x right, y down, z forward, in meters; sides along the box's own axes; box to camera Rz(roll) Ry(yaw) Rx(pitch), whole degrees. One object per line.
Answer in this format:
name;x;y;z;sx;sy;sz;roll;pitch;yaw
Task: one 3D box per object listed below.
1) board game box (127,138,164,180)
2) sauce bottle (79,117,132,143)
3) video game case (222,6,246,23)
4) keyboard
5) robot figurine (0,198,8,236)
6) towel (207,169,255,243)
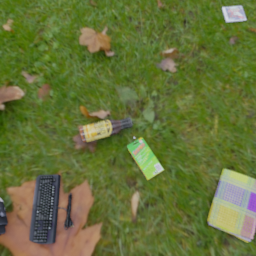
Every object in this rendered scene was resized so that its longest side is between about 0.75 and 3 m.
board game box;0.616;1.127;10.399;0.707;0.222;1.480;-29;74;-13
sauce bottle;-0.843;0.020;10.642;1.990;0.657;0.657;-17;68;-7
video game case;4.978;-5.354;13.180;0.958;0.110;0.873;-6;68;-2
keyboard;-2.600;2.772;9.706;1.473;0.239;2.318;-1;68;0
robot figurine;-4.489;2.943;9.312;1.009;0.838;1.344;-19;69;-11
towel;3.737;2.644;9.752;1.563;0.248;2.176;20;68;9
